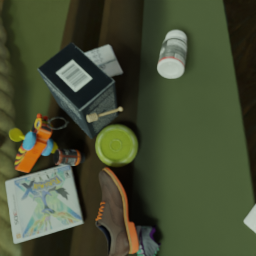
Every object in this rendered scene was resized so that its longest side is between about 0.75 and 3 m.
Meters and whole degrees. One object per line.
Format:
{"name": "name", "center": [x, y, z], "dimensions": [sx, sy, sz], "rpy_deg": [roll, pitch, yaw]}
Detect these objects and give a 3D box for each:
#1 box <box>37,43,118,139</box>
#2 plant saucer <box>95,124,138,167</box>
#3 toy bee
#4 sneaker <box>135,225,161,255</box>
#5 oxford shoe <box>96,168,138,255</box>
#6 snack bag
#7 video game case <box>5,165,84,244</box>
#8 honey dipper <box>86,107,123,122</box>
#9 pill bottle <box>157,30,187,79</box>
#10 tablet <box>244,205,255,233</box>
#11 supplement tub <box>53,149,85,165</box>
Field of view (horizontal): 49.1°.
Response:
{"name": "box", "center": [-1.468, -1.067, 9.062], "dimensions": [1.369, 2.557, 1.897], "rpy_deg": [-43, 76, -14]}
{"name": "plant saucer", "center": [-0.404, 0.595, 9.532], "dimensions": [1.471, 0.229, 1.471], "rpy_deg": [0, 83, 4]}
{"name": "toy bee", "center": [-2.858, 0.273, 9.231], "dimensions": [2.471, 1.617, 1.343], "rpy_deg": [-31, 44, 7]}
{"name": "sneaker", "center": [0.666, 3.821, 8.328], "dimensions": [0.782, 0.665, 1.787], "rpy_deg": [-6, 70, -7]}
{"name": "oxford shoe", "center": [-0.542, 2.488, 8.471], "dimensions": [0.973, 0.955, 2.683], "rpy_deg": [-10, 63, -22]}
{"name": "snack bag", "center": [-1.059, -2.470, 10.860], "dimensions": [1.331, 0.151, 1.412], "rpy_deg": [-20, 72, -8]}
{"name": "video game case", "center": [-2.722, 2.389, 9.043], "dimensions": [2.185, 0.240, 1.991], "rpy_deg": [-15, 71, -6]}
{"name": "honey dipper", "center": [-0.517, -0.322, 6.483], "dimensions": [0.907, 0.172, 0.172], "rpy_deg": [-17, 70, -26]}
{"name": "pill bottle", "center": [1.664, -2.729, 10.326], "dimensions": [0.950, 0.950, 1.668], "rpy_deg": [12, 59, 4]}
{"name": "tablet", "center": [4.474, 2.795, 8.984], "dimensions": [0.922, 0.097, 1.417], "rpy_deg": [41, 75, 14]}
{"name": "supplement tub", "center": [-1.922, 0.977, 9.226], "dimensions": [0.977, 0.522, 0.522], "rpy_deg": [8, 65, -38]}
